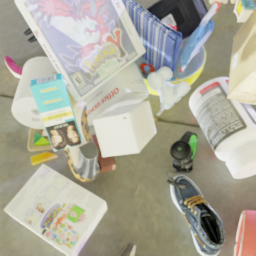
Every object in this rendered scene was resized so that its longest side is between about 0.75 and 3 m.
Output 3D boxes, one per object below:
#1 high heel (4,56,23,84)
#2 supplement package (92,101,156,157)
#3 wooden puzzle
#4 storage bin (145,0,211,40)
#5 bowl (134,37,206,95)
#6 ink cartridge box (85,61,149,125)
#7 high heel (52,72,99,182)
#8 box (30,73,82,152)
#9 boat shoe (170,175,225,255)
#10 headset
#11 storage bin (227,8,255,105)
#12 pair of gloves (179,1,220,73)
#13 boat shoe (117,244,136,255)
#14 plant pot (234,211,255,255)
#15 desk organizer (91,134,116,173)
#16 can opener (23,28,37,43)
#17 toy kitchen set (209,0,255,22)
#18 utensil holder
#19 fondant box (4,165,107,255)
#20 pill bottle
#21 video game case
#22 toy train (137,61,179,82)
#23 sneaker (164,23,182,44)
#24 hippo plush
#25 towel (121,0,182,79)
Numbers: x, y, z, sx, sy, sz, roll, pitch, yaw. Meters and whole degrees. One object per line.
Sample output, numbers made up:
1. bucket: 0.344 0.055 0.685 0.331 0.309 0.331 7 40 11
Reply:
1. high heel: -4.048 -2.255 10.747 0.843 0.592 1.758 -35 68 -9
2. supplement package: -0.024 -0.021 7.243 0.994 0.991 1.695 -9 11 22
3. wooden puzzle: -2.685 0.216 9.400 1.363 0.236 2.020 -9 57 -6
4. storage bin: 1.458 -3.570 9.277 0.982 2.094 1.416 -45 110 -47
5. bowl: 1.237 -2.099 10.087 2.870 1.544 2.870 -2 53 3
6. ink cartridge box: -0.897 -1.780 8.968 1.195 2.110 2.878 -10 71 -50
7. high heel: -1.614 0.055 7.904 1.055 2.107 2.956 -18 66 -19
8. box: -1.626 -0.321 6.447 0.714 1.736 0.427 -15 33 -6
9. boat shoe: 1.889 2.165 7.582 0.844 1.083 2.387 -16 55 -10
10. headset: 1.705 0.956 8.248 0.884 1.162 1.881 17 51 31
11. storage bin: 3.470 -1.885 7.519 0.930 1.970 1.985 11 75 1
12. pair of gloves: 1.968 -2.409 7.893 0.253 2.225 1.789 33 96 10
13. boat shoe: -0.786 3.891 6.588 0.797 0.935 2.798 29 65 12
14. plant pot: 3.615 2.956 6.608 1.933 2.185 2.185 11 57 20
15. desk organizer: -0.765 0.745 8.583 0.456 0.425 1.185 -13 62 -15
16. can opener: -2.823 -3.767 10.108 2.158 0.848 0.684 -20 93 12
17. toy kitchen set: 4.240 -5.999 12.692 2.571 1.514 2.059 -1 57 0
18. utensil holder: -2.870 -1.153 9.336 1.619 1.619 1.905 0 50 0
19. fondant box: -1.969 2.265 7.798 2.256 0.657 1.628 26 59 17
20. pill bottle: 3.205 -0.011 8.704 1.645 1.645 2.889 -14 58 -9
21. video game case: -0.942 -2.456 7.044 0.321 2.546 2.795 -4 32 49
22. toy train: 1.027 -1.774 9.759 1.283 0.475 1.708 3 31 -21
23. sneaker: 1.310 -2.527 8.473 0.654 1.541 0.593 19 79 23
24. hippo plush: 1.041 -1.174 8.447 1.382 1.101 1.112 -39 84 -15
25. towel: 0.460 -2.890 8.588 0.339 2.056 2.839 -40 71 -13
